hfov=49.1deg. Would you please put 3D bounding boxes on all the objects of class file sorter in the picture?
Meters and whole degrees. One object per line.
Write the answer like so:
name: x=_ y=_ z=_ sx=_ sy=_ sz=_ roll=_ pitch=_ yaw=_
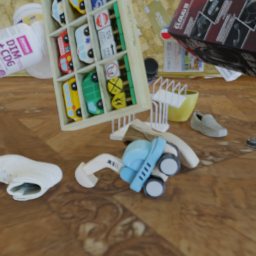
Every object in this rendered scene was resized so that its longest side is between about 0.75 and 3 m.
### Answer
file sorter: x=0.518 y=-0.469 z=10.761 sx=1.620 sy=1.453 sz=2.334 roll=6 pitch=16 yaw=21
file sorter: x=1.276 y=-1.112 z=8.615 sx=0.904 sy=0.563 sz=0.627 roll=21 pitch=44 yaw=23

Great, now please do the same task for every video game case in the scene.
video game case: x=1.770 y=-2.263 z=8.847 sx=1.337 sy=0.957 sz=0.120 roll=-4 pitch=13 yaw=-14

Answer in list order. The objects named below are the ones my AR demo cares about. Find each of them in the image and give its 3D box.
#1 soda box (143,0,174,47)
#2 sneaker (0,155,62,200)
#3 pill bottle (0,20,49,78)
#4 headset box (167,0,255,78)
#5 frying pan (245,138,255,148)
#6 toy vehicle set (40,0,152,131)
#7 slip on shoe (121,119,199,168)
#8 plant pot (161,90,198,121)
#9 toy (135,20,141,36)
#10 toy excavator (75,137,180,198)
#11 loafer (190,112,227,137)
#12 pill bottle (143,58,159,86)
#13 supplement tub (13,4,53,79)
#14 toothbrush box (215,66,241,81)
soda box: x=1.334 y=-3.476 z=9.946 sx=0.670 sy=2.094 sz=0.709 roll=-28 pitch=-14 yaw=18
sneaker: x=-2.580 y=1.109 z=6.352 sx=1.842 sy=0.679 sz=1.065 roll=4 pitch=12 yaw=9
pill bottle: x=-2.477 y=-1.739 z=6.164 sx=1.591 sy=0.902 sz=0.902 roll=-26 pitch=22 yaw=-13
headset box: x=2.387 y=-2.072 z=6.536 sx=2.690 sy=1.039 sz=2.002 roll=31 pitch=9 yaw=39
frying pan: x=4.391 y=0.576 z=9.266 sx=0.944 sy=0.254 sz=1.560 roll=5 pitch=13 yaw=20
toy vehicle set: x=-0.702 y=-1.573 z=5.309 sx=1.848 sy=2.974 sz=0.394 roll=-15 pitch=-8 yaw=30
slip on shoe: x=0.793 y=0.572 z=8.135 sx=0.866 sy=1.087 sz=2.860 roll=-45 pitch=40 yaw=-12
plant pot: x=2.304 y=-1.038 z=13.142 sx=1.831 sy=1.300 sz=1.831 roll=0 pitch=16 yaw=0
toy: x=-0.168 y=-4.343 z=12.649 sx=1.300 sy=0.748 sz=0.307 roll=-20 pitch=6 yaw=-2
toy excavator: x=-0.021 y=0.846 z=6.444 sx=1.940 sy=1.886 sz=0.969 roll=30 pitch=18 yaw=1
loafer: x=3.092 y=-0.150 z=10.955 sx=0.715 sy=0.713 sz=2.045 roll=-6 pitch=16 yaw=-20
pill bottle: x=0.679 y=-2.134 z=10.827 sx=0.836 sy=0.836 sz=1.495 roll=-3 pitch=-8 yaw=-11
supplement tub: x=-2.581 y=-2.557 z=8.272 sx=1.351 sy=1.859 sz=1.351 roll=-21 pitch=-21 yaw=-9
toothbrush box: x=3.662 y=-2.712 z=9.112 sx=0.844 sy=1.448 sz=1.978 roll=-19 pitch=-19 yaw=-50
